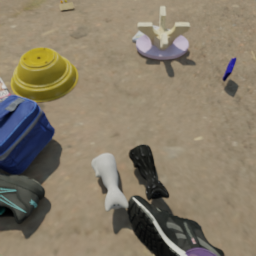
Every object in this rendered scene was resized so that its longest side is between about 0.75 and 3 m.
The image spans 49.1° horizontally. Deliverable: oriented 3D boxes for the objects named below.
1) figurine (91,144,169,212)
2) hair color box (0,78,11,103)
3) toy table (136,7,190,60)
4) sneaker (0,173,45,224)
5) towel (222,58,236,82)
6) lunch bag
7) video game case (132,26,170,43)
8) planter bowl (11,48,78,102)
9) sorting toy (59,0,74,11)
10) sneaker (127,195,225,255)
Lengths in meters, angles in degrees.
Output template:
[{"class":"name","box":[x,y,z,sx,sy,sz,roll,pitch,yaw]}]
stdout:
[{"class":"figurine","box":[0.030,1.439,7.801,1.834,0.790,1.789,-13,42,-10]},{"class":"hair color box","box":[-4.810,-1.259,10.424,0.691,0.418,1.382,-29,56,-21]},{"class":"toy table","box":[1.481,-3.880,11.814,2.259,1.323,2.077,-10,65,-4]},{"class":"sneaker","box":[-3.785,1.702,7.577,2.895,1.091,1.147,12,54,11]},{"class":"towel","box":[3.825,-2.230,10.643,0.202,0.603,0.817,27,63,3]},{"class":"lunch bag","box":[-3.501,0.184,8.248,1.528,1.488,2.249,15,57,31]},{"class":"video game case","box":[1.123,-4.295,13.070,1.379,0.166,1.513,21,54,16]},{"class":"planter bowl","box":[-3.345,-2.315,10.851,2.666,1.110,2.666,0,51,0]},{"class":"sorting toy","box":[-3.305,-6.531,14.948,0.736,0.132,0.988,-15,52,-6]},{"class":"sneaker","box":[1.153,2.657,7.034,1.197,1.035,2.734,-25,57,-38]}]
